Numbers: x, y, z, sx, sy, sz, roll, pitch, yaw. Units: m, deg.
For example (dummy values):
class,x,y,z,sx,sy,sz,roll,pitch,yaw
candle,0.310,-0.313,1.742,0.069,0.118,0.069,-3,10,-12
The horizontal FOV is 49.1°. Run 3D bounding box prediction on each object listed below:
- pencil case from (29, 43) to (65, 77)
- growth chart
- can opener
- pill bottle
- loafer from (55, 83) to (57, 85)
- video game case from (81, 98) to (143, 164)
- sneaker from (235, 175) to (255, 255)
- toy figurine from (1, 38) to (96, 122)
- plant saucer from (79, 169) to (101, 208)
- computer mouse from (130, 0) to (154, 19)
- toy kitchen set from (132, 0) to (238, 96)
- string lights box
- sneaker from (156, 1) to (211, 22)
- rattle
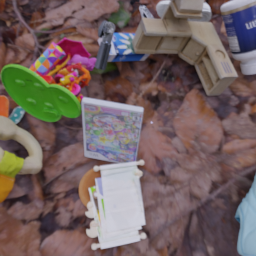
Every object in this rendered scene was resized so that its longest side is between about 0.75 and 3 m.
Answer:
class,x,y,z,sx,sy,sz,roll,pitch,yaw
pencil case,-2.544,-1.980,8.625,1.354,0.598,0.598,-42,70,13
growth chart,-0.317,2.005,7.487,1.642,0.201,2.269,-2,73,-4
can opener,-0.698,-2.295,7.819,0.437,0.349,1.308,31,110,41
pill bottle,3.771,-2.876,8.709,1.255,1.255,2.260,-28,111,-12
loafer,-2.607,-1.232,9.000,1.011,0.345,0.382,-4,57,0
video game case,-0.453,0.181,7.456,1.511,2.110,0.190,10,45,4
sneaker,3.247,1.921,7.100,1.060,1.175,2.869,50,43,-14
toy figurine,-1.875,-1.667,8.336,2.690,2.019,2.476,12,51,27
plant saucer,-0.739,1.678,7.775,1.290,0.241,1.290,0,66,1
computer mouse,0.525,-4.109,9.964,1.199,0.263,0.658,49,40,-21
toy kitchen set,1.823,-2.421,8.202,2.530,2.064,2.282,-5,64,-22
string lights box,-0.130,-2.633,9.181,1.565,0.461,0.804,-10,77,-31
sneaker,1.993,-4.306,10.184,2.024,0.773,0.815,5,61,-10
rattle,-3.624,0.601,8.097,1.702,1.867,2.614,-7,48,-43
